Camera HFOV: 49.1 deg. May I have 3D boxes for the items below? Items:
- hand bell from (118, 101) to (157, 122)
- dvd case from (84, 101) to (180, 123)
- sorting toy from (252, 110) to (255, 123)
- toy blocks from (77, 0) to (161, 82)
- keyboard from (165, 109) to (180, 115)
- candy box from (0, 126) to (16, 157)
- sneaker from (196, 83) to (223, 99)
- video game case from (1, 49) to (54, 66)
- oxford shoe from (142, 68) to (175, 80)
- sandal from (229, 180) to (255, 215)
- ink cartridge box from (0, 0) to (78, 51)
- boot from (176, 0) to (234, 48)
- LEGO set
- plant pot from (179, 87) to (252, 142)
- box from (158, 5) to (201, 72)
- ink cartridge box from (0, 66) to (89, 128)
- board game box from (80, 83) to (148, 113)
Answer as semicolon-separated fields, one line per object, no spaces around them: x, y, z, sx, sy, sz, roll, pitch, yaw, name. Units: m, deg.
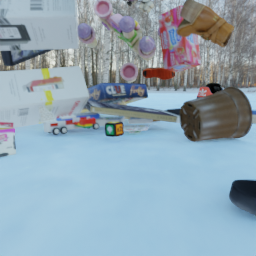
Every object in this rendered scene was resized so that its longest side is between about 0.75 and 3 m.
0.353;-0.381;8.261;1.228;0.639;0.639;11;8;-2;hand bell
0.059;-0.412;6.895;2.222;0.177;1.652;5;8;-16;dvd case
3.312;-0.468;8.872;2.588;0.381;1.913;3;9;22;sorting toy
-0.011;-3.293;8.999;2.553;2.732;2.299;41;3;3;toy blocks
1.848;-0.552;9.757;1.796;0.230;1.078;-8;-2;-39;keyboard
-2.526;0.179;4.254;1.422;0.434;0.970;7;10;37;candy box
3.675;-1.246;11.459;1.045;1.178;2.787;6;10;37;sneaker
-2.703;-3.319;7.611;0.343;2.689;2.430;9;30;17;video game case
1.143;-2.030;10.096;1.213;0.432;0.440;11;36;27;oxford shoe
1.675;0.496;2.340;1.687;0.361;0.641;0;8;-1;sandal
-2.474;-2.485;5.662;2.817;1.631;0.939;-4;-24;-8;ink cartridge box
1.459;-1.861;5.301;0.982;0.485;1.264;34;-5;8;boot
-0.580;-0.257;6.521;2.195;0.721;2.938;-2;8;8;LEGO set
1.604;-0.213;5.346;1.011;1.021;1.021;-10;11;-19;plant pot
1.564;-2.679;8.550;0.856;1.716;0.819;-10;-6;43;box
-2.069;-0.656;6.337;1.982;0.827;1.439;-10;-13;-27;ink cartridge box
-0.989;-0.889;9.154;2.741;0.474;1.857;-12;-2;43;board game box
